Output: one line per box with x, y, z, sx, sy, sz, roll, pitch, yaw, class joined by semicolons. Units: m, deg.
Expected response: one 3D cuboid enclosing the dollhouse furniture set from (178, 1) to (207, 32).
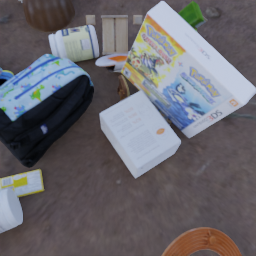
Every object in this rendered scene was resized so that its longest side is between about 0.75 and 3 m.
2.066;-2.393;8.098;0.948;1.237;1.889;-28;67;37;dollhouse furniture set

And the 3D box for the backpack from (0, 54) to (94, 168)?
-2.042;-0.615;6.956;2.587;2.110;1.989;-35;62;-14;backpack

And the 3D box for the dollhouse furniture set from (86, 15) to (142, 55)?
-0.228;-2.447;8.172;1.877;1.601;0.917;-1;24;-4;dollhouse furniture set

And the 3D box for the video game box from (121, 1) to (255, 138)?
1.177;-1.136;6.576;2.653;2.417;0.621;44;65;3;video game box

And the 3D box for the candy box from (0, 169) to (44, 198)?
-2.705;1.440;7.028;1.097;0.145;0.561;-13;70;-6;candy box

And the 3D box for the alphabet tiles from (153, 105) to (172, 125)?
0.973;-0.399;8.030;0.697;0.031;0.834;26;65;13;alphabet tiles

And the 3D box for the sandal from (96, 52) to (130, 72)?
-0.061;-1.969;8.514;1.839;0.527;0.705;-18;33;-22;sandal

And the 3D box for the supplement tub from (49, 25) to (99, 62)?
-1.636;-2.529;8.568;1.360;0.986;0.986;-13;64;-7;supplement tub

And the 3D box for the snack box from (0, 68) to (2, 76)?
-4.832;-1.432;7.801;2.215;0.411;1.287;18;83;0;snack box

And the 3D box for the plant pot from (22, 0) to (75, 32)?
-2.730;-4.397;9.039;1.708;1.828;1.708;0;64;0;plant pot

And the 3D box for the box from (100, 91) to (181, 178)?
0.262;0.164;7.179;1.305;0.912;1.714;-30;71;-14;box

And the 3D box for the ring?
1.492;3.208;5.459;2.420;0.232;2.420;3;83;-25;ring

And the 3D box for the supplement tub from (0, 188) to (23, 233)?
-3.239;2.030;6.347;1.387;0.915;0.915;-22;65;-10;supplement tub

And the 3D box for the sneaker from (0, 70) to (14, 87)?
-4.066;-1.371;8.227;1.360;0.448;0.533;-7;41;-5;sneaker

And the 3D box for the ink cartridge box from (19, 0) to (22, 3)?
-3.004;-5.954;10.193;2.716;1.125;1.993;-21;66;-11;ink cartridge box

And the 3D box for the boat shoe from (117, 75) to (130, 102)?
-0.142;-1.015;7.809;0.327;0.969;0.349;-17;40;-3;boat shoe
